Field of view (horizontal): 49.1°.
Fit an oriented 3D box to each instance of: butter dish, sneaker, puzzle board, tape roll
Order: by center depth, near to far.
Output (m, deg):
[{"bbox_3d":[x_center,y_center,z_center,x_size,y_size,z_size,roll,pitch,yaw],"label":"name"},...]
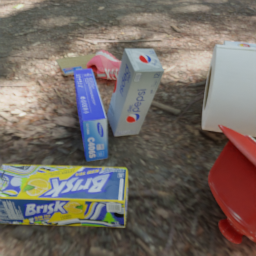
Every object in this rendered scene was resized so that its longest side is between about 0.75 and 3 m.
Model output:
[{"bbox_3d":[2.558,1.520,5.496,2.497,1.846,2.491,30,19,-31],"label":"butter dish"},{"bbox_3d":[3.201,-1.060,8.163,1.742,2.537,2.537,8,38,11],"label":"tape roll"},{"bbox_3d":[-0.609,-2.198,11.043,2.611,0.962,1.132,28,56,34],"label":"sneaker"},{"bbox_3d":[-2.009,-2.757,12.219,1.971,0.171,1.485,-15,42,-22],"label":"puzzle board"}]

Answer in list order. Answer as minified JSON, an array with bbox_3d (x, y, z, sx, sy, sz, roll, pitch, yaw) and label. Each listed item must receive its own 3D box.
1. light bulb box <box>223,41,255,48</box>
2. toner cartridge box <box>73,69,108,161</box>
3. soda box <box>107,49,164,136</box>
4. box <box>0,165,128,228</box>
[{"bbox_3d":[4.564,-1.981,10.220,2.359,1.472,2.338,8,39,9],"label":"light bulb box"},{"bbox_3d":[-1.163,-0.514,8.389,0.631,1.389,2.923,-8,39,-11],"label":"toner cartridge box"},{"bbox_3d":[0.104,-0.880,7.723,0.819,2.581,0.881,-6,54,-21],"label":"soda box"},{"bbox_3d":[-1.444,1.476,6.142,2.846,0.915,0.997,2,37,2],"label":"box"}]
